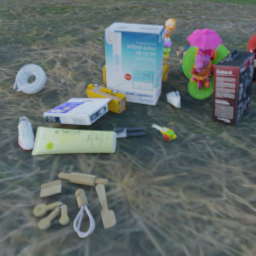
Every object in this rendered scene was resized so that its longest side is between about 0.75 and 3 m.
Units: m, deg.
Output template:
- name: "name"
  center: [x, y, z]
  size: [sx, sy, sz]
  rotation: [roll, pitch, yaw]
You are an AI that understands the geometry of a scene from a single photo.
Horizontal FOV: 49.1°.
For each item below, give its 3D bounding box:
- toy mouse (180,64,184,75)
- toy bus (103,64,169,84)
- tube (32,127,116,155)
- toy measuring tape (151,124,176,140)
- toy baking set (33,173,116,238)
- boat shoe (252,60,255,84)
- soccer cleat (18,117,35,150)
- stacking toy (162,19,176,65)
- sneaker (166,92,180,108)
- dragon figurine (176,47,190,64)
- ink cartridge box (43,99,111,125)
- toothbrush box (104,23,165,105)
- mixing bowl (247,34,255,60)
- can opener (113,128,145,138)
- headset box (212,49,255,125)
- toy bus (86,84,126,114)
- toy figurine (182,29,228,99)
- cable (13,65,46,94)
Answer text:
- name: "toy mouse"
  center: [3.403, -2.891, 13.852]
  size: [2.520, 0.488, 2.240]
  rotation: [-12, 27, -24]
- name: "toy bus"
  center: [0.331, -2.425, 12.602]
  size: [2.831, 1.108, 0.921]
  rotation: [11, 34, 14]
- name: "tube"
  center: [-1.685, 0.436, 8.794]
  size: [2.565, 0.666, 0.744]
  rotation: [1, 19, 5]
- name: "toy measuring tape"
  center: [1.231, 0.173, 9.450]
  size: [0.390, 0.390, 1.059]
  rotation: [-25, 32, -32]
- name: "toy baking set"
  center: [-1.262, 1.853, 6.998]
  size: [2.316, 0.270, 1.778]
  rotation: [2, 40, 15]
- name: "boat shoe"
  center: [5.131, -2.396, 12.157]
  size: [1.011, 1.066, 2.815]
  rotation: [-31, 18, -28]
- name: "soccer cleat"
  center: [-3.397, 0.158, 9.205]
  size: [0.501, 0.619, 1.434]
  rotation: [-13, 37, -19]
- name: "stacking toy"
  center: [1.464, -3.769, 12.994]
  size: [1.480, 2.696, 1.565]
  rotation: [-14, 54, -44]
- name: "sneaker"
  center: [1.836, -1.117, 11.311]
  size: [0.488, 0.463, 1.212]
  rotation: [-1, 24, 1]
- name: "dragon figurine"
  center: [3.337, -3.802, 13.979]
  size: [1.486, 0.880, 2.990]
  rotation: [-20, 1, 2]
- name: "ink cartridge box"
  center: [-1.760, -0.639, 10.225]
  size: [1.840, 0.403, 1.857]
  rotation: [3, 25, 23]
- name: "toothbrush box"
  center: [0.262, -2.536, 11.204]
  size: [2.106, 2.876, 1.227]
  rotation: [10, 36, 14]
- name: "mixing bowl"
  center: [6.993, -4.325, 14.532]
  size: [1.926, 1.926, 1.043]
  rotation: [-10, 58, -14]
- name: "can opener"
  center: [0.035, 0.137, 9.433]
  size: [1.106, 0.295, 0.370]
  rotation: [-4, -9, -6]
- name: "headset box"
  center: [3.815, -1.578, 10.129]
  size: [0.922, 2.388, 1.777]
  rotation: [13, 36, 35]
- name: "toy bus"
  center: [-0.949, -1.203, 11.267]
  size: [1.868, 0.608, 0.731]
  rotation: [21, 40, 28]
- name: "toy figurine"
  center: [2.859, -2.650, 10.840]
  size: [1.954, 2.602, 2.395]
  rotation: [11, -5, 20]
- name: "cable"
  center: [-4.203, -2.093, 12.139]
  size: [1.299, 0.450, 1.299]
  rotation: [5, 75, 10]
